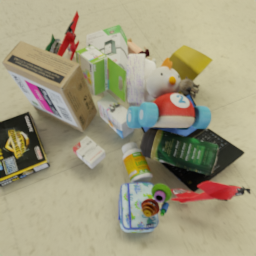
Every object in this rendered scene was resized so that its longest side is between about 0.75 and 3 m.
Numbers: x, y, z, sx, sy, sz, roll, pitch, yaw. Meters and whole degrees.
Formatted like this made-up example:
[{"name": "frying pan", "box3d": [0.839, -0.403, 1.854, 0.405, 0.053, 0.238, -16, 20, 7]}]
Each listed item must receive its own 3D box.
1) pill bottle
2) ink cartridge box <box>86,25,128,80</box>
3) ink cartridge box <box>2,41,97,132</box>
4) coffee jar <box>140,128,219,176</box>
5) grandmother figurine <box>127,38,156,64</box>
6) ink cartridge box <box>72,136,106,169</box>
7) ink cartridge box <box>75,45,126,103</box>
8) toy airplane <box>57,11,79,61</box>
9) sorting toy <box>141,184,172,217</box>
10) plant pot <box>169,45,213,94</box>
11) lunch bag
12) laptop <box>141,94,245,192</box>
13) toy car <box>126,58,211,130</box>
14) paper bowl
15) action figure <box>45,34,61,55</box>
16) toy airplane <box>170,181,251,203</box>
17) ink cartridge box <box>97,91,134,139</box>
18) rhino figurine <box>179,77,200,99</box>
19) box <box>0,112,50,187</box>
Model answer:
[{"name": "pill bottle", "box3d": [0.238, 1.137, 9.074, 0.709, 0.709, 1.277, -17, 61, -10]}, {"name": "ink cartridge box", "box3d": [-0.841, -2.875, 11.127, 1.528, 0.880, 2.094, -12, 59, 16]}, {"name": "ink cartridge box", "box3d": [-2.427, -1.241, 9.242, 2.274, 2.760, 1.037, 23, 67, 18]}, {"name": "coffee jar", "box3d": [1.521, 0.689, 8.539, 2.262, 1.179, 0.965, 14, 87, 14]}, {"name": "grandmother figurine", "box3d": [0.468, -3.055, 11.714, 1.709, 0.518, 1.037, 41, 87, 23]}, {"name": "ink cartridge box", "box3d": [-1.257, 0.796, 9.079, 0.886, 0.367, 0.650, 38, 63, 25]}, {"name": "ink cartridge box", "box3d": [-0.901, -1.678, 9.263, 0.696, 1.357, 1.836, -30, 55, -28]}, {"name": "toy airplane", "box3d": [-2.261, -3.391, 11.078, 0.403, 2.188, 2.188, 21, 60, -5]}, {"name": "sorting toy", "box3d": [0.753, 2.060, 7.510, 0.670, 1.116, 0.458, 32, 31, 5]}, {"name": "plant pot", "box3d": [2.048, -2.220, 10.344, 1.205, 1.366, 1.366, 44, 49, 3]}, {"name": "lunch bag", "box3d": [0.274, 2.362, 8.359, 1.151, 0.590, 1.431, 2, 59, -6]}, {"name": "laptop", "box3d": [2.050, 0.335, 9.148, 2.273, 1.324, 2.565, -32, 45, -17]}, {"name": "toy car", "box3d": [1.168, -1.089, 8.475, 2.061, 1.977, 2.236, 1, 87, -19]}, {"name": "paper bowl", "box3d": [0.499, -1.670, 10.036, 0.990, 1.903, 1.903, 0, 59, 3]}, {"name": "action figure", "box3d": [-3.190, -2.759, 11.294, 0.479, 1.034, 1.751, 23, 81, 15]}, {"name": "toy airplane", "box3d": [2.205, 1.857, 7.867, 2.351, 2.351, 0.432, 0, 71, 0]}, {"name": "ink cartridge box", "box3d": [-0.540, -0.518, 9.909, 0.562, 0.954, 1.657, -36, 63, -19]}, {"name": "rhino figurine", "box3d": [1.784, -1.235, 8.239, 0.562, 0.384, 1.284, 24, 24, 4]}, {"name": "box", "box3d": [-3.809, 0.664, 9.448, 1.715, 0.530, 2.148, -22, 63, -11]}]
